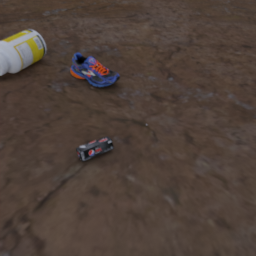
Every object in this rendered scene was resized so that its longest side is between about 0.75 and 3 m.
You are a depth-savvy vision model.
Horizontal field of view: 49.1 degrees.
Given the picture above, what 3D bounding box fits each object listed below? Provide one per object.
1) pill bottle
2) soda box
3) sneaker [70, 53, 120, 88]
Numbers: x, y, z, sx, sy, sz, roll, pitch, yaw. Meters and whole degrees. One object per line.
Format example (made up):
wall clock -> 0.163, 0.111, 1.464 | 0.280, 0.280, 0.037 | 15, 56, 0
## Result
pill bottle -> -4.668, -3.104, 11.677 | 1.326, 1.326, 2.367 | 19, 43, 22
soda box -> -0.933, 0.582, 7.888 | 0.994, 0.315, 0.352 | -21, 25, -23
sneaker -> -1.380, -2.279, 10.990 | 2.378, 0.933, 0.896 | 21, 45, 24
